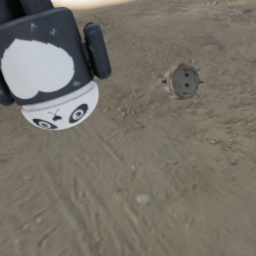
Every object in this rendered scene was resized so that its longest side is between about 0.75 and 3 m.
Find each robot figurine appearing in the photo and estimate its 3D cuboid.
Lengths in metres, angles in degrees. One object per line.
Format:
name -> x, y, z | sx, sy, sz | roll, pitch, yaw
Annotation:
robot figurine -> -1.622, -1.279, 5.473 | 2.049, 2.727, 1.702 | 5, 32, 43

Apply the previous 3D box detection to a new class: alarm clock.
alarm clock -> 1.358, -1.261, 7.726 | 1.459, 0.984, 0.486 | -2, 6, -13
